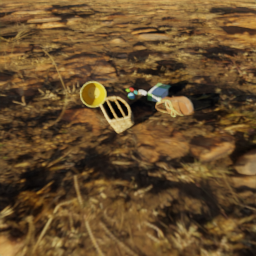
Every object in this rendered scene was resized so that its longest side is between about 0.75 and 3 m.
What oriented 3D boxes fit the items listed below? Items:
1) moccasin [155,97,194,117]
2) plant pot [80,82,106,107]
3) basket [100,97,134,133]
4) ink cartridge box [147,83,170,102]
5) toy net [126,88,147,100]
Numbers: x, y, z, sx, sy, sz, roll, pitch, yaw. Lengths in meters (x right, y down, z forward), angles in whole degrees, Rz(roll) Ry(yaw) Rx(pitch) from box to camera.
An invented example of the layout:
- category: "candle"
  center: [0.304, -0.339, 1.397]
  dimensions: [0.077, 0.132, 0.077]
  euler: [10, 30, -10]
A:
- category: "moccasin"
  center: [1.920, -0.907, 11.872]
  dimensions: [0.875, 0.829, 2.266]
  euler: [-29, 25, -19]
- category: "plant pot"
  center: [-1.204, -1.185, 9.687]
  dimensions: [0.850, 0.850, 0.603]
  euler: [-3, 14, -5]
- category: "basket"
  center: [-0.425, -0.682, 11.329]
  dimensions: [0.980, 1.023, 1.373]
  euler: [-31, 52, 5]
- category: "ink cartridge box"
  center: [1.570, -1.770, 14.109]
  dimensions: [0.703, 0.401, 1.354]
  euler: [15, 36, 23]
- category: "toy net"
  center: [0.399, -1.659, 13.458]
  dimensions: [1.096, 0.212, 0.575]
  euler: [-11, 53, -38]
